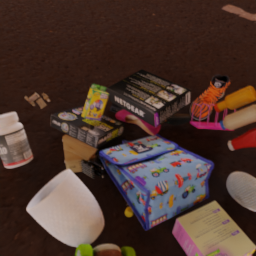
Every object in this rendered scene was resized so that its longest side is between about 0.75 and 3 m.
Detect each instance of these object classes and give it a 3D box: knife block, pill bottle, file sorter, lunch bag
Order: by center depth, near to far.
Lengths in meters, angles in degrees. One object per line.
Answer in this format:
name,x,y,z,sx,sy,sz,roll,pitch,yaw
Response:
lunch bag,0.642,1.184,8.330,2.184,1.365,2.901,-18,34,-26
pill bottle,-3.760,0.384,9.010,0.928,1.629,0.928,-12,15,3
knife block,-1.331,0.910,9.353,1.575,0.574,1.794,-8,40,-13
file sorter,3.067,-0.427,10.181,1.325,0.831,0.921,3,12,-6

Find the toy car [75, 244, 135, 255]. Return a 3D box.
toy car,-0.546,3.440,5.941,1.311,1.259,1.596,16,39,-26

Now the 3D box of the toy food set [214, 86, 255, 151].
toy food set,3.949,0.295,9.010,1.313,2.919,1.393,-26,12,36

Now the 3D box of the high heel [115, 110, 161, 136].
high heel,0.288,-0.161,10.456,1.961,0.661,0.941,7,57,22

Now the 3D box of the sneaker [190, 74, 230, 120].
sneaker,3.250,-1.358,11.117,0.866,1.251,2.232,33,63,16

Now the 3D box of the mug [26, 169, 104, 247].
mug,-1.456,2.063,7.299,1.397,1.659,1.892,-38,11,7

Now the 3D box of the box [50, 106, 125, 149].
box,-1.440,-0.105,10.125,2.108,0.467,1.689,24,27,25

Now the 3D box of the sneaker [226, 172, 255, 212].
sneaker,4.014,2.107,7.958,1.374,0.873,2.409,22,7,-34

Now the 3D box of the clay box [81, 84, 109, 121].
clay box,-1.096,-0.858,9.560,0.671,1.168,0.278,8,17,-45

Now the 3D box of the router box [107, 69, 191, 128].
router box,0.733,-1.220,10.503,1.916,0.656,2.569,-33,46,-28

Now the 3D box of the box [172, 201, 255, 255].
box,2.116,2.835,7.091,1.313,0.722,1.493,-16,44,-24

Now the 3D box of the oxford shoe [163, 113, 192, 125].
oxford shoe,1.584,-0.518,10.748,1.704,0.619,0.719,4,65,1

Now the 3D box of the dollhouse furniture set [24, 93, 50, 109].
dollhouse furniture set,-3.583,-1.131,11.154,0.697,0.818,0.399,-38,73,-4

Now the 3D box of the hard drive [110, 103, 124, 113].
hard drive,0.034,-0.939,11.504,1.410,0.298,0.951,12,53,12

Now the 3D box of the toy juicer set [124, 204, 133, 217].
toy juicer set,0.481,2.259,8.083,1.140,0.310,0.725,6,44,-2
